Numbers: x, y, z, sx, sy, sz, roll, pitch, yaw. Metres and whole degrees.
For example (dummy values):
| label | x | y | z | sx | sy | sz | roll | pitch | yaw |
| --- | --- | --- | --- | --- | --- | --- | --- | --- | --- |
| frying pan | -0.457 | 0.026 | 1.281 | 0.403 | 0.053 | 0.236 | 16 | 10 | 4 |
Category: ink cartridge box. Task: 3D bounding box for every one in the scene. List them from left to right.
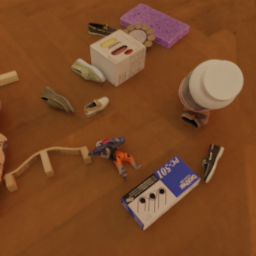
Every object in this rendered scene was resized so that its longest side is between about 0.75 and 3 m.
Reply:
| label | x | y | z | sx | sy | sz | roll | pitch | yaw |
| --- | --- | --- | --- | --- | --- | --- | --- | --- | --- |
| ink cartridge box | 0.995 | 1.918 | 8.540 | 2.287 | 0.506 | 1.075 | -33 | 62 | -22 |

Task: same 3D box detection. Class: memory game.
| label | x | y | z | sx | sy | sz | roll | pitch | yaw |
| --- | --- | --- | --- | --- | --- | --- | --- | --- | --- |
| memory game | 0.375 | -4.121 | 12.878 | 1.734 | 0.110 | 1.734 | -5 | 66 | 11 |

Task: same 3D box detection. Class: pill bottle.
| label | x | y | z | sx | sy | sz | roll | pitch | yaw |
| --- | --- | --- | --- | --- | --- | --- | --- | --- | --- |
| pill bottle | 2.552 | -1.287 | 8.816 | 1.473 | 2.660 | 1.473 | 0 | 90 | 0 |

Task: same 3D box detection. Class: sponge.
| label | x | y | z | sx | sy | sz | roll | pitch | yaw |
| --- | --- | --- | --- | --- | --- | --- | --- | --- | --- |
| sponge | 1.260 | -4.975 | 13.572 | 2.985 | 0.445 | 1.665 | 35 | 62 | 21 |

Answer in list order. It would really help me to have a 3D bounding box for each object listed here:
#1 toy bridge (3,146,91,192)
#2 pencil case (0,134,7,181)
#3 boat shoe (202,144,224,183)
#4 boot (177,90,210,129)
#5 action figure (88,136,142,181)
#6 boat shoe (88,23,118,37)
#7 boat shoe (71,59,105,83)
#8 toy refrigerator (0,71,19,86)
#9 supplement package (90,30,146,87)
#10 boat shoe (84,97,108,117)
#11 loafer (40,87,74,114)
| label | x | y | z | sx | sy | sz | roll | pitch | yaw |
| --- | --- | --- | --- | --- | --- | --- | --- | --- | --- |
| toy bridge | -2.674 | 1.161 | 9.168 | 2.794 | 0.380 | 0.939 | -19 | 54 | -13 |
| pencil case | -4.513 | 1.353 | 8.594 | 1.213 | 1.055 | 2.712 | 9 | 52 | -20 |
| boat shoe | 2.654 | 1.129 | 9.115 | 0.459 | 0.575 | 1.522 | 25 | 46 | 16 |
| boot | 2.282 | -0.707 | 10.371 | 1.613 | 0.566 | 1.179 | 34 | 56 | 17 |
| action figure | -0.573 | 0.967 | 9.050 | 1.651 | 0.863 | 1.597 | -18 | 47 | -42 |
| boat shoe | -1.194 | -4.699 | 13.360 | 1.500 | 0.452 | 0.535 | 8 | 54 | 5 |
| boat shoe | -1.658 | -2.255 | 11.574 | 0.558 | 0.648 | 1.801 | -45 | 55 | -13 |
| toy refrigerator | -5.005 | -2.010 | 11.515 | 0.887 | 0.310 | 0.337 | -22 | 50 | -16 |
| supplement package | -0.428 | -2.913 | 11.589 | 1.656 | 1.218 | 1.583 | -38 | 63 | -26 |
| boat shoe | -1.186 | -0.859 | 10.602 | 0.423 | 0.387 | 1.132 | 31 | 58 | 31 |
| loafer | -2.710 | -0.942 | 10.631 | 1.629 | 0.613 | 0.567 | 33 | 73 | 27 |
